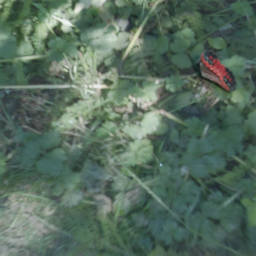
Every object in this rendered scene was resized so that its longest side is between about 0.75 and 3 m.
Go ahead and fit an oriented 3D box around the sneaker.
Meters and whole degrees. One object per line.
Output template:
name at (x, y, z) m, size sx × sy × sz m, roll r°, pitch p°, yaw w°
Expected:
sneaker at (3.124, -1.933, 10.032) m, size 1.783 × 0.871 × 0.630 m, roll 45°, pitch 64°, yaw -7°
